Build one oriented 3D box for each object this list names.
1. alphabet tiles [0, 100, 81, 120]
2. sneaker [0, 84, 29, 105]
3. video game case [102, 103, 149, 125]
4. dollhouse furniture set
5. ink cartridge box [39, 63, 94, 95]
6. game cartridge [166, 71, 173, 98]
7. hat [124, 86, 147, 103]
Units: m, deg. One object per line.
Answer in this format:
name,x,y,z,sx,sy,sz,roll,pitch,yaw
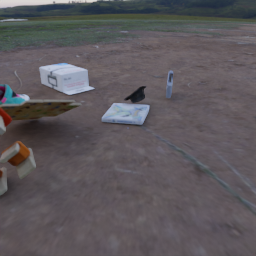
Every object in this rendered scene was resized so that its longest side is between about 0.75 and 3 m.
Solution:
alphabet tiles,-2.624,-0.456,7.719,2.102,0.080,2.526,-5,-5,-40
sneaker,-3.878,-0.964,9.123,1.071,0.742,1.775,37,-2,-29
video game case,-0.041,-0.496,9.316,1.305,0.158,1.432,4,26,13
dollhouse furniture set,-3.437,0.343,5.377,2.398,2.424,1.249,-38,32,-5
ink cartridge box,-2.654,-2.167,12.130,1.335,0.781,2.302,-22,33,-38
game cartridge,1.604,-1.654,10.814,0.208,0.687,1.030,9,45,6
hat,0.343,-1.105,9.908,0.924,0.373,0.924,-32,-5,-3
